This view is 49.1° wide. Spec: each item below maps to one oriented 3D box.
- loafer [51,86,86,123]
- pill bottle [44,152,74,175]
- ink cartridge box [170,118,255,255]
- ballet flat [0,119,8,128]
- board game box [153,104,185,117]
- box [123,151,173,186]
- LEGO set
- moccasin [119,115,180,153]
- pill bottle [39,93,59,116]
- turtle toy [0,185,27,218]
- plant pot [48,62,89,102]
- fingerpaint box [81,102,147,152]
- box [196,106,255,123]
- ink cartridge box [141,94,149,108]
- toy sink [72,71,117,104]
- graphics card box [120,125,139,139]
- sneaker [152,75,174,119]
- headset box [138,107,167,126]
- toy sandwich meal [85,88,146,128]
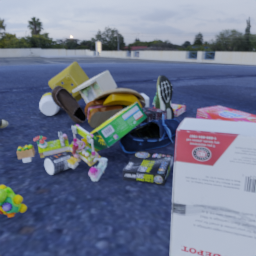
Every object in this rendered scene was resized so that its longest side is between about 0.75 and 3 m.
[{"bbox_3d":[-2.473,-1.006,12.273,0.766,2.158,0.788,15,64,42],"label":"loafer"},{"bbox_3d":[-1.925,1.003,8.211,0.498,0.498,0.938,15,22,40],"label":"pill bottle"},{"bbox_3d":[1.661,1.117,4.702,1.729,2.355,0.976,6,16,18],"label":"ink cartridge box"},{"bbox_3d":[-6.013,0.056,11.463,2.112,0.702,0.600,-13,64,-34],"label":"ballet flat"},{"bbox_3d":[2.161,-0.969,14.734,1.401,0.324,1.061,10,23,31],"label":"board game box"},{"bbox_3d":[0.612,1.122,8.104,1.175,0.325,1.467,5,18,17],"label":"box"},{"bbox_3d":[-1.834,0.501,7.865,2.682,0.998,1.234,14,48,12],"label":"LEGO set"},{"bbox_3d":[0.961,0.214,9.732,2.615,0.892,1.052,-23,66,-34],"label":"moccasin"},{"bbox_3d":[-4.057,-1.208,14.522,0.996,0.996,1.771,-4,18,-12],"label":"pill bottle"},{"bbox_3d":[-2.537,1.518,5.806,0.643,0.883,0.446,23,48,23],"label":"turtle toy"},{"bbox_3d":[-3.097,-2.220,15.000,1.892,1.879,1.935,-35,14,7],"label":"plant pot"},{"bbox_3d":[-0.464,0.030,9.051,1.742,0.639,1.454,-38,7,-30],"label":"fingerpaint box"},{"bbox_3d":[3.599,0.127,9.733,1.208,1.261,2.530,-9,20,-26],"label":"box"},{"bbox_3d":[-0.159,-1.162,14.414,2.219,0.929,1.610,-4,17,-8],"label":"ink cartridge box"},{"bbox_3d":[-1.636,-1.906,14.032,1.266,1.088,1.942,-20,16,32],"label":"toy sink"},{"bbox_3d":[0.275,0.099,11.246,1.002,0.406,1.597,14,20,36],"label":"graphics card box"},{"bbox_3d":[1.408,-1.231,12.611,0.859,2.235,0.990,-16,18,-39],"label":"sneaker"},{"bbox_3d":[0.838,-0.480,11.584,1.082,0.546,1.456,16,19,39],"label":"headset box"},{"bbox_3d":[-0.512,-0.749,11.933,2.669,0.914,2.669,-6,-24,-3],"label":"toy sandwich meal"}]
